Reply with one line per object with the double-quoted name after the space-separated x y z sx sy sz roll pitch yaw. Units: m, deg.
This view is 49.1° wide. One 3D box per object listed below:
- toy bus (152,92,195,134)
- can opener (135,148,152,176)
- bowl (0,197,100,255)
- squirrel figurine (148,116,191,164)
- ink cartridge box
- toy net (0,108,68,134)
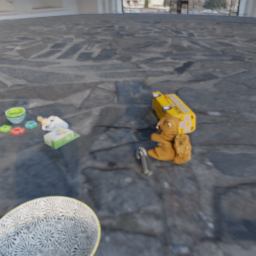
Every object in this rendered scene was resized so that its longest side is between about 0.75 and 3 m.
1.733 -0.702 11.414 1.019 0.847 2.603 -12 29 -7 "toy bus"
0.476 1.063 8.829 0.287 0.360 1.078 30 32 -32 "can opener"
-1.624 2.486 5.614 2.145 1.006 2.145 1 28 0 "bowl"
1.476 0.364 8.993 1.493 1.394 1.057 30 31 36 "squirrel figurine"
-2.419 0.286 10.313 0.621 0.355 1.197 21 35 33 "ink cartridge box"
-3.732 -0.235 11.111 2.604 0.503 1.366 5 29 8 "toy net"
